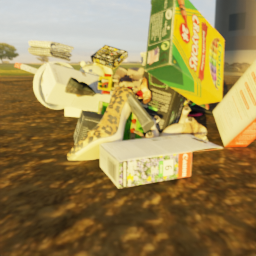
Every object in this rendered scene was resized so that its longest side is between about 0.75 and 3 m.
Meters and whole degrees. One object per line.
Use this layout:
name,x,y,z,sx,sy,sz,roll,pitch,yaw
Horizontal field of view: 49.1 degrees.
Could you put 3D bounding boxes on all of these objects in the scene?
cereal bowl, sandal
cereal bowl,-3.053,-1.791,11.571,0.822,1.973,1.973,20,24,40
sandal,3.164,-0.740,13.150,2.349,0.529,0.882,16,21,4

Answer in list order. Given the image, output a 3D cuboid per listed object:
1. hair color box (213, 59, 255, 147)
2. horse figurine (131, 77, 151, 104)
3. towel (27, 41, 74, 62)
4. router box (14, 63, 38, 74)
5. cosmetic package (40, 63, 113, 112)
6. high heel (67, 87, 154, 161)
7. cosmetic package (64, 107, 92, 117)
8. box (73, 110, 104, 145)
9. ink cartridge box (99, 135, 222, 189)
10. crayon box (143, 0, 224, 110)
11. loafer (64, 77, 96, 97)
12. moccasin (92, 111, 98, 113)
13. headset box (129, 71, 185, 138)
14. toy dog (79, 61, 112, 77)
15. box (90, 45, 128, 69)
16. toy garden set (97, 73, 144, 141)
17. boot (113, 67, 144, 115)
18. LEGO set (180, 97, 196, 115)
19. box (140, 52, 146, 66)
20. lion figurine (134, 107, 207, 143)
hair color box,3.470,-0.661,7.773,0.820,1.359,2.677,-1,-30,-14
horse figurine,0.436,-1.026,8.081,0.516,0.779,0.194,-28,-20,3
towel,-1.996,-1.994,7.287,0.778,0.402,0.940,11,9,27
router box,-4.051,-2.385,11.291,0.797,0.195,0.715,15,5,-43
cosmetic package,-1.942,-1.522,11.134,2.701,1.000,1.373,10,39,-39
high heel,-0.728,-0.167,7.666,2.457,0.877,1.751,-26,54,-10
cosmetic package,-1.981,-1.130,14.020,1.173,0.720,2.843,3,14,16
box,-1.023,0.069,8.186,0.930,0.914,0.576,13,20,-21
ink cartridge box,0.748,0.707,6.705,2.607,0.656,1.420,-5,14,-21
crayon box,1.577,-1.704,6.736,0.715,1.786,2.813,-6,-17,41
loafer,-1.629,-1.286,9.550,0.513,0.510,1.410,47,14,29
moccasin,-0.939,-0.612,12.151,1.399,0.563,0.477,-8,13,-32
headset box,1.152,-0.915,9.383,1.159,2.499,2.176,21,22,18
toy dog,-1.823,-2.309,12.779,1.779,1.241,1.725,-22,-19,-19
box,-0.614,-2.303,9.040,0.976,0.241,0.780,24,54,29
toy garden set,-0.407,-0.629,8.937,0.507,2.119,2.542,1,11,-35
boot,0.411,-1.524,11.952,2.749,2.010,0.966,17,5,19
LEGO set,1.962,-1.165,11.367,1.754,1.016,1.349,-40,-18,12
box,0.880,-2.744,11.265,0.426,0.500,0.782,-19,31,-22
lion figurine,1.261,0.219,8.125,2.214,1.356,0.802,-13,50,-5
